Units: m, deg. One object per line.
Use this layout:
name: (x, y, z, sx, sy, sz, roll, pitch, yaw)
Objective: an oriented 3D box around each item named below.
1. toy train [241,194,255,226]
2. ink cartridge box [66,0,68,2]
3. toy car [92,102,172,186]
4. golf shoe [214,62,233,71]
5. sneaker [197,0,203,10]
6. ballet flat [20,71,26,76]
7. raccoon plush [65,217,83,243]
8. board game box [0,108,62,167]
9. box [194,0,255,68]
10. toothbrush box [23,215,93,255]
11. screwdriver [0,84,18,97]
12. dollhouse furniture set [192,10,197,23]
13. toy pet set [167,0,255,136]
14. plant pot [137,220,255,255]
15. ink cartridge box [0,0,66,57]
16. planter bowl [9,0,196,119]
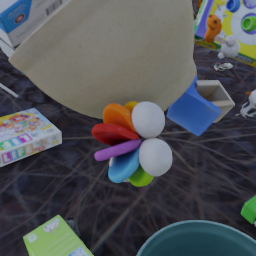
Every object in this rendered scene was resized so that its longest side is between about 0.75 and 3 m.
toy train: (3.252, 1.328, 5.802, 2.350, 0.490, 0.663, -23, 44, -28)
ink cartridge box: (-2.234, -4.004, 8.693, 1.551, 0.343, 0.729, -12, 43, -8)
toy car: (-0.038, 0.177, 3.019, 0.710, 0.947, 0.829, -3, -11, -39)
golf shoe: (3.937, -2.492, 11.558, 0.763, 0.294, 0.336, 1, 58, 0)
sneaker: (2.532, -4.348, 9.057, 0.504, 1.307, 0.477, -16, 36, -11)
ballet flat: (-3.875, -2.815, 11.532, 0.908, 0.908, 2.524, 0, 34, 0)
raccoon plush: (-1.151, 1.995, 4.999, 0.582, 0.420, 0.869, -22, 40, -16)
board game box: (-3.172, 0.276, 7.253, 2.369, 0.405, 1.593, -23, 41, -36)
box: (3.149, -2.540, 7.196, 2.759, 1.618, 0.667, 20, 3, -6)
toothbrush box: (-0.819, 2.201, 4.077, 0.638, 1.079, 1.482, -28, 44, -34)
screwdriver: (-2.172, -0.845, 4.078, 1.436, 0.209, 0.200, 31, 63, 12)
dollhouse furniture set: (1.958, -3.285, 8.499, 0.923, 0.700, 1.053, -35, 12, 14)
toy pet set: (1.465, -0.925, 4.873, 1.071, 1.883, 2.017, -7, 58, -32)
plant pot: (0.989, 2.402, 3.594, 1.947, 1.305, 1.947, -1, 35, 0)
ink cartridge box: (-2.246, -2.513, 6.319, 0.944, 2.238, 1.634, 41, 73, 4)
planter bowl: (-0.100, -1.106, 4.111, 2.594, 1.746, 2.594, -33, 22, 15)
